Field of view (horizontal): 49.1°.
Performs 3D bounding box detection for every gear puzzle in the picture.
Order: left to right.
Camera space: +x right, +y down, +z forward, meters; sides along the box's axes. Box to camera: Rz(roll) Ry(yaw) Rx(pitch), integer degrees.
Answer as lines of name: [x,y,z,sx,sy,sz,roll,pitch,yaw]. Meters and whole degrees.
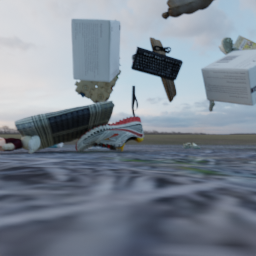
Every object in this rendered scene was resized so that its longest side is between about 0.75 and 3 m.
gear puzzle: [-1.161,-2.274,11.904,1.546,2.985,0.391,29,-30,-14]

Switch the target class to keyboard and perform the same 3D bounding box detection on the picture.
keyboard: [0.780,-1.709,7.143,1.335,0.802,0.171,10,18,-23]

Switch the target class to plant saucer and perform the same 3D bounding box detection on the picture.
plant saucer: [1.268,-2.084,9.994,0.355,2.413,2.413,-18,-6,8]

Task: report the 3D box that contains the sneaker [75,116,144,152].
sneaker: [-0.481,0.302,7.745,1.987,0.816,0.773,-17,-10,-9]

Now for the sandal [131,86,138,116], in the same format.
sandal: [0.264,-1.068,10.862,0.260,1.214,0.462,1,-10,4]

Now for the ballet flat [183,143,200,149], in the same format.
ballet flat: [2.960,0.838,13.042,0.783,0.249,0.264,0,-2,12]

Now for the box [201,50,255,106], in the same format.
box: [3.634,-1.658,8.954,1.770,1.163,1.779,-31,26,-26]

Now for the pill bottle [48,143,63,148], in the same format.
pill bottle: [-4.083,0.766,14.931,1.101,0.610,0.610,-1,-3,9]

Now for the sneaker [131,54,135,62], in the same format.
sneaker: [0.743,-2.975,12.058,1.315,0.568,0.528,-1,-27,-27]

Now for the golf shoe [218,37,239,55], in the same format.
golf shoe: [3.516,-2.903,10.184,0.647,0.521,1.331,27,4,37]

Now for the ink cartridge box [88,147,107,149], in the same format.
ink cartridge box: [-1.502,0.820,12.078,0.840,0.197,0.830,-1,-2,44]

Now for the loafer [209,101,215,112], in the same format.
loafer: [4.051,-1.113,13.439,0.271,0.777,0.292,12,-21,-1]

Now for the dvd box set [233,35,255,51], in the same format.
dvd box set: [4.580,-2.738,10.621,1.414,1.034,0.208,35,29,21]

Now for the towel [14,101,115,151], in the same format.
towel: [-1.630,-0.051,7.411,2.344,0.420,2.434,-15,-13,-16]

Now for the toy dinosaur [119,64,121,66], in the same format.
toy dinosaur: [-0.849,-2.164,10.439,0.929,0.500,2.107,-49,-15,22]

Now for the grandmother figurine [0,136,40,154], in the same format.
grandmother figurine: [-2.697,0.349,6.077,1.588,0.481,0.963,0,12,-36]

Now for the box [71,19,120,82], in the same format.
box: [-0.781,-2.043,7.243,0.956,1.462,1.455,5,21,7]

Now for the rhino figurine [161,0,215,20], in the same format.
rhino figurine: [1.742,-3.142,6.845,1.841,0.550,0.805,-18,17,0]
